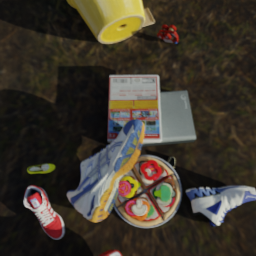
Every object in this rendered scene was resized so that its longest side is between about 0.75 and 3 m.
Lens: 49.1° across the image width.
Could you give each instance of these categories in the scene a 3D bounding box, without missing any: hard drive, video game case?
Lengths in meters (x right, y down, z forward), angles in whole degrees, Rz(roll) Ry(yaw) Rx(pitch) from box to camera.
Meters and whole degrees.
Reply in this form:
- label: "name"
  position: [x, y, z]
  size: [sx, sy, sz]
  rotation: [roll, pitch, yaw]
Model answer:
- label: "hard drive"
  position: [0.753, -0.273, 8.557]
  size: [2.359, 0.388, 1.646]
  rotation: [-5, 68, -2]
- label: "video game case"
  position: [0.181, -0.608, 8.372]
  size: [1.547, 0.189, 2.164]
  rotation: [0, 68, 0]

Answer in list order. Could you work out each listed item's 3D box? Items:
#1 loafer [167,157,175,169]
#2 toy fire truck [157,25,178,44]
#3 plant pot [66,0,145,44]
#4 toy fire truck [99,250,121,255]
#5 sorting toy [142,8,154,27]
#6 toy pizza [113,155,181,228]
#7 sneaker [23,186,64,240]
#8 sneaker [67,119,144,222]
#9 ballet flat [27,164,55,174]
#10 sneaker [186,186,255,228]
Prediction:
- label: "loafer"
  position: [1.173, 1.167, 8.027]
  size: [0.293, 0.271, 0.778]
  rotation: [14, 68, 6]
- label: "toy fire truck"
  position: [1.394, -3.099, 9.452]
  size: [0.758, 0.636, 0.425]
  rotation: [25, 82, 45]
- label: "plant pot"
  position: [-0.658, -4.283, 9.181]
  size: [2.631, 2.631, 2.476]
  rotation: [-22, 85, -9]
- label: "toy fire truck"
  position: [-0.616, 4.288, 6.032]
  size: [2.176, 1.453, 2.591]
  rotation: [-12, 72, -37]
- label: "sorting toy"
  position: [0.436, -4.113, 10.266]
  size: [0.756, 0.151, 1.023]
  rotation: [-21, 72, -4]
- label: "toy pizza"
  position: [0.469, 1.700, 7.647]
  size: [1.964, 0.311, 1.964]
  rotation: [-2, 73, 5]
- label: "sneaker"
  position: [-2.210, 2.186, 7.283]
  size: [0.550, 0.869, 1.545]
  rotation: [-32, 71, -12]
- label: "sneaker"
  position: [-0.639, 0.935, 7.443]
  size: [1.286, 1.098, 2.917]
  rotation: [26, 82, 26]
- label: "ballet flat"
  position: [-2.509, 1.173, 8.030]
  size: [0.784, 0.263, 0.262]
  rotation: [-8, 67, -3]
- label: "sneaker"
  position: [2.476, 2.110, 7.471]
  size: [1.766, 0.713, 1.020]
  rotation: [-5, 72, 4]
